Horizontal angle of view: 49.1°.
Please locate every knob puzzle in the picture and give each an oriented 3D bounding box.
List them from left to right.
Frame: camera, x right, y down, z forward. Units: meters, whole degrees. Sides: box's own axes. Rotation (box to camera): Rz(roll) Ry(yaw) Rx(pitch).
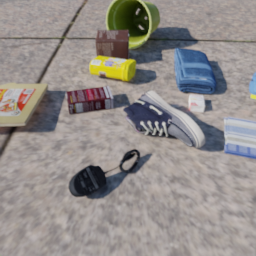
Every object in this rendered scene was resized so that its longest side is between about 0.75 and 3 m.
[{"bbox_3d":[-4.578,-0.751,9.937,3.193,0.443,3.193,-2,37,2],"label":"knob puzzle"}]

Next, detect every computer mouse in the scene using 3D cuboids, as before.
[{"bbox_3d":[-0.590,1.183,7.612,2.346,0.399,0.688,-22,85,-34],"label":"computer mouse"}]

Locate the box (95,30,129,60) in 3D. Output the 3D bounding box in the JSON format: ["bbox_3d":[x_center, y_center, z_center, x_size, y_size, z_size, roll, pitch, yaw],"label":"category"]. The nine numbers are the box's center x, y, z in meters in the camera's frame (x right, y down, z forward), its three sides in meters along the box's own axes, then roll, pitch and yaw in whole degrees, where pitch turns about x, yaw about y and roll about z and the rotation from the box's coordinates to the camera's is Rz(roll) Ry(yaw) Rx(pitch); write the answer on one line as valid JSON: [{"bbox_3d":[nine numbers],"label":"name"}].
[{"bbox_3d":[-0.699,-3.675,12.828,1.483,1.217,1.230,1,40,1],"label":"box"}]

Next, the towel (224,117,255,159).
[{"bbox_3d":[3.660,0.300,8.876,1.251,0.203,1.704,10,43,10],"label":"towel"}]

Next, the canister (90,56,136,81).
[{"bbox_3d":[-0.634,-2.519,11.751,1.661,0.719,1.234,12,30,15],"label":"canister"}]

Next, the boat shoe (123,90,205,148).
[{"bbox_3d":[1.004,-0.047,8.856,1.307,1.053,2.820,-33,47,-15],"label":"boat shoe"}]

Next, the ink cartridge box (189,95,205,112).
[{"bbox_3d":[2.513,-0.955,10.319,0.507,0.294,0.870,4,39,5],"label":"ink cartridge box"}]

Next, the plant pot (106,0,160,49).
[{"bbox_3d":[0.500,-5.509,14.322,2.471,2.471,2.271,19,34,21],"label":"plant pot"}]

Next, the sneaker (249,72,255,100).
[{"bbox_3d":[5.480,-1.924,10.523,2.949,1.156,0.972,-24,24,-39],"label":"sneaker"}]

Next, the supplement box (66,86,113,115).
[{"bbox_3d":[-1.408,-1.023,10.236,1.614,0.491,0.878,-8,41,-11],"label":"supplement box"}]

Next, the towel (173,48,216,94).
[{"bbox_3d":[2.738,-2.444,11.716,1.576,0.685,2.823,5,40,1],"label":"towel"}]
